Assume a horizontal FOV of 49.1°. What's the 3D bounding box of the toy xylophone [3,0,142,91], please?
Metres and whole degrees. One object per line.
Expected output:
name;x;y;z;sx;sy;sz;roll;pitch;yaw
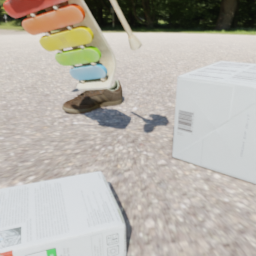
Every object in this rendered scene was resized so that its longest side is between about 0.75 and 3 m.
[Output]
toy xylophone;-1.000;-1.898;5.355;1.998;2.729;0.686;-5;49;40

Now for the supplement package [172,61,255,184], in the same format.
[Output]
supplement package;2.500;-0.362;6.505;1.919;1.933;2.547;16;27;34

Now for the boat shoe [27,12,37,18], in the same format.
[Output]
boat shoe;-2.772;-3.521;7.895;0.375;1.042;0.354;30;25;34

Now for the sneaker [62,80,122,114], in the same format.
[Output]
sneaker;-1.237;-1.142;9.778;2.341;0.884;0.824;-16;28;-35

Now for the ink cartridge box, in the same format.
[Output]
ink cartridge box;-1.442;1.422;3.936;2.572;0.647;1.401;-8;24;-16
